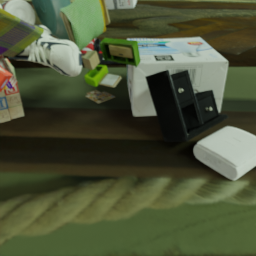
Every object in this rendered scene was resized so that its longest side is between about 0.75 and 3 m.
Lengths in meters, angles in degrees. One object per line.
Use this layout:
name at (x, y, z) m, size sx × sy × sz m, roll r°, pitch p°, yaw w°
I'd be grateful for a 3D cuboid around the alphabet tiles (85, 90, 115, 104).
alphabet tiles at (-1.053, -1.152, 10.094) m, size 0.770 × 0.035 × 0.922 m, roll -26°, pitch 40°, yaw -35°

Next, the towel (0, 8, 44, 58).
towel at (-2.061, -1.531, 4.556) m, size 0.921 × 0.146 × 1.283 m, roll -28°, pitch -7°, yaw 19°

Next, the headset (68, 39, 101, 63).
headset at (-1.234, -2.814, 8.868) m, size 0.756 × 0.994 × 1.609 m, roll -20°, pitch 39°, yaw 56°

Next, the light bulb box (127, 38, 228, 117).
light bulb box at (1.410, -1.848, 9.534) m, size 2.847 × 1.792 × 2.872 m, roll -3°, pitch 32°, yaw -4°

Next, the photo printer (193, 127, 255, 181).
photo printer at (2.577, 0.534, 6.864) m, size 1.522 × 0.529 × 1.266 m, roll -22°, pitch 38°, yaw -31°

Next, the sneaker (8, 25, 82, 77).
sneaker at (-1.821, -1.507, 5.494) m, size 1.183 × 0.725 × 1.817 m, roll -19°, pitch 54°, yaw -42°

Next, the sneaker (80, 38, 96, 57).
sneaker at (-1.175, -2.586, 8.285) m, size 0.575 × 0.909 × 1.616 m, roll 12°, pitch 22°, yaw 5°

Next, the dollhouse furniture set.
dollhouse furniture set at (-0.530, -1.978, 6.291) m, size 0.964 × 1.920 × 1.258 m, roll 17°, pitch 55°, yaw 25°

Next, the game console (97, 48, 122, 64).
game console at (-0.852, -3.583, 13.822) m, size 2.437 × 0.378 × 2.156 m, roll 0°, pitch 36°, yaw 0°

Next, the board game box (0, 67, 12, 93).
board game box at (-2.317, -0.433, 3.525) m, size 1.042 × 1.362 × 0.275 m, roll 36°, pitch 6°, yaw -11°

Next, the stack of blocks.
stack of blocks at (-4.640, -0.823, 7.985) m, size 2.840 × 1.635 × 0.832 m, roll -19°, pitch 39°, yaw -27°

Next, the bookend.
bookend at (1.639, -0.794, 7.636) m, size 1.856 × 1.844 × 0.855 m, roll -23°, pitch 11°, yaw -34°

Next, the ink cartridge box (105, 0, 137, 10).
ink cartridge box at (-0.522, -4.478, 9.048) m, size 1.484 × 1.083 × 0.624 m, roll 2°, pitch 45°, yaw 11°

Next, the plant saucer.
plant saucer at (-2.818, -4.399, 9.831) m, size 0.518 × 2.879 × 2.879 m, roll -28°, pitch 40°, yaw -23°

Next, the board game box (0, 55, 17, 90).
board game box at (-3.107, -1.187, 5.900) m, size 1.183 × 0.896 × 0.274 m, roll -8°, pitch 41°, yaw 10°

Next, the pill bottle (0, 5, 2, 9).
pill bottle at (-4.779, -3.412, 8.985) m, size 1.375 × 2.414 × 1.375 m, roll 12°, pitch 52°, yaw -16°

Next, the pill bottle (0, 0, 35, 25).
pill bottle at (-4.247, -4.125, 10.383) m, size 1.077 × 1.077 × 1.945 m, roll -20°, pitch 27°, yaw -29°
